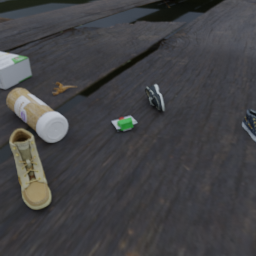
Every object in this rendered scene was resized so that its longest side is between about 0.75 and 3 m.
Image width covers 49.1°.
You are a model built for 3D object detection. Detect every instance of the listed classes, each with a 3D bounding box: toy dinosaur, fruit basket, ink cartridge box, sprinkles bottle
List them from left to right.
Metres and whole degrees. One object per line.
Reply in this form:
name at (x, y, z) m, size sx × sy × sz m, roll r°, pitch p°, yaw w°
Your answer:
ink cartridge box at (-5.696, -2.589, 12.274) m, size 2.234 × 0.938 × 1.618 m, roll 15°, pitch 36°, yaw 21°
sprinkles bottle at (-3.018, -0.468, 9.124) m, size 0.905 × 0.905 × 2.651 m, roll -26°, pitch 41°, yaw -34°
toy dinosaur at (-2.676, -1.611, 11.434) m, size 1.041 × 0.314 × 0.553 m, roll -31°, pitch 79°, yaw -26°
fruit basket at (-0.131, -0.164, 9.237) m, size 0.702 × 0.355 × 0.758 m, roll -17°, pitch 18°, yaw -12°

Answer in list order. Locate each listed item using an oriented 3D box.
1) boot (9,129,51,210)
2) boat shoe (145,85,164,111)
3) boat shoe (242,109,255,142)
boot at (-2.327, 0.929, 6.610) m, size 0.633 × 1.352 × 1.739 m, roll -14°, pitch 36°, yaw -20°
boat shoe at (0.970, -1.068, 10.349) m, size 0.492 × 0.617 × 1.631 m, roll -11°, pitch 30°, yaw -1°
boat shoe at (4.040, -0.025, 8.713) m, size 0.480 × 0.616 × 1.358 m, roll -8°, pitch 34°, yaw -12°
